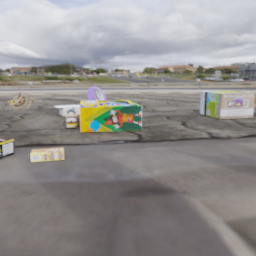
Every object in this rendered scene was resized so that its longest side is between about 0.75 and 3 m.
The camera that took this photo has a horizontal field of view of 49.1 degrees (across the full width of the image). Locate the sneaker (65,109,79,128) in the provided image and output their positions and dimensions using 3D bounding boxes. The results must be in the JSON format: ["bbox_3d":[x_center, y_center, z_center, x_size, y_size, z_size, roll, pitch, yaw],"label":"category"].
[{"bbox_3d":[-2.315,-0.447,11.593,0.594,0.714,1.585,-3,11,-15],"label":"sneaker"}]

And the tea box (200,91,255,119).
[{"bbox_3d":[4.962,-1.210,14.168,1.908,1.275,1.877,-3,11,-15],"label":"tea box"}]

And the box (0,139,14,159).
[{"bbox_3d":[-4.042,0.561,6.912,1.813,0.447,1.447,4,13,19],"label":"box"}]

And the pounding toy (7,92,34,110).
[{"bbox_3d":[-5.100,-1.274,13.405,1.129,0.646,0.648,-32,50,-26],"label":"pounding toy"}]

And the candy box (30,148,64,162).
[{"bbox_3d":[-1.985,0.665,6.925,0.782,0.216,0.451,-2,11,-12],"label":"candy box"}]

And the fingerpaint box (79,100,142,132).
[{"bbox_3d":[-0.806,-0.575,11.474,2.303,1.012,2.760,-1,10,-7],"label":"fingerpaint box"}]

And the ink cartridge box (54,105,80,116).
[{"bbox_3d":[-3.142,-0.924,14.840,1.406,0.477,0.809,-5,12,-27],"label":"ink cartridge box"}]

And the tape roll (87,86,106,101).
[{"bbox_3d":[-2.003,-1.973,17.889,0.442,1.347,1.347,-32,-6,29],"label":"tape roll"}]
